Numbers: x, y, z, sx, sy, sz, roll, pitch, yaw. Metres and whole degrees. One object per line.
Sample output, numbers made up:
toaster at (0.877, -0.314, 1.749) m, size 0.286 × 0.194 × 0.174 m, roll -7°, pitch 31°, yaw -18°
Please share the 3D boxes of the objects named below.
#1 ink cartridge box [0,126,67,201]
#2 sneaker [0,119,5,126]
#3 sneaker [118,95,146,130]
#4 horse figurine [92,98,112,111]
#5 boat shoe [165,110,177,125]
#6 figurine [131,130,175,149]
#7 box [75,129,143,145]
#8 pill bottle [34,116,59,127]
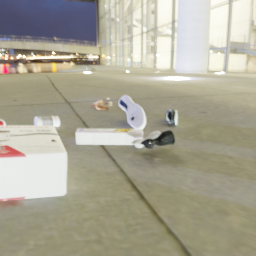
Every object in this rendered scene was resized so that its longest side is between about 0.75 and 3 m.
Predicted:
ink cartridge box at (-2.711, 0.733, 7.137) m, size 1.929 × 1.089 × 2.628 m, roll -1°, pitch 14°, yaw -22°
sneaker at (-5.855, -0.126, 11.947) m, size 1.176 × 0.419 × 0.661 m, roll -1°, pitch 9°, yaw 27°
sneaker at (0.510, -0.541, 12.734) m, size 1.293 × 0.845 × 2.312 m, roll 34°, pitch 18°, yaw -41°
horse figurine at (-1.551, -1.378, 16.525) m, size 1.154 × 0.435 × 1.741 m, roll -14°, pitch 22°, yaw -7°
boat shoe at (2.000, -0.505, 13.033) m, size 0.544 × 0.682 × 1.804 m, roll 3°, pitch 3°, yaw 8°
figurine at (0.783, 0.439, 9.468) m, size 1.142 × 0.504 × 1.170 m, roll -13°, pitch 3°, yaw -26°
box at (-0.667, 0.315, 10.138) m, size 2.406 × 0.499 × 0.466 m, roll 0°, pitch 18°, yaw 2°
pill bottle at (-3.500, -0.240, 12.086) m, size 0.970 × 0.552 × 0.552 m, roll -6°, pitch 16°, yaw -32°
